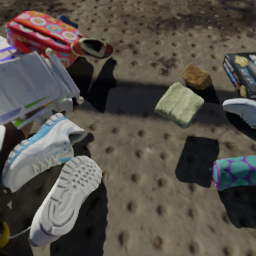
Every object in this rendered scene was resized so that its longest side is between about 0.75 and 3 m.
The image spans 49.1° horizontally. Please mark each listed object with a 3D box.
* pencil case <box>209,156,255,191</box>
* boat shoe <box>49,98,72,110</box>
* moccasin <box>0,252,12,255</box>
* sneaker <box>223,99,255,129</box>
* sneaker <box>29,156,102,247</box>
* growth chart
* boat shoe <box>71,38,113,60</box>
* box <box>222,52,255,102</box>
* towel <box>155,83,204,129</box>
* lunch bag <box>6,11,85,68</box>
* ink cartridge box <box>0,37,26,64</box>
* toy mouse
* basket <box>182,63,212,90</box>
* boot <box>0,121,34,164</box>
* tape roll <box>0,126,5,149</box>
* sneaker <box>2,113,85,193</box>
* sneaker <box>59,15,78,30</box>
[{"bbox_3d":[2.898,1.092,6.762,1.692,0.782,0.720,-5,20,0],"label":"pencil case"},{"bbox_3d":[-2.271,-0.792,8.708,1.052,0.344,0.387,-15,50,-15],"label":"boat shoe"},{"bbox_3d":[-2.250,2.736,5.563,0.821,0.317,0.300,29,55,23],"label":"moccasin"},{"bbox_3d":[3.651,-0.357,8.132,1.857,0.678,0.658,16,77,29],"label":"sneaker"},{"bbox_3d":[-1.394,1.526,6.279,0.913,0.962,2.390,39,34,-2],"label":"sneaker"},{"bbox_3d":[-2.834,-1.015,7.558,2.940,0.261,2.128,-24,87,-27],"label":"growth chart"},{"bbox_3d":[-1.132,-2.830,9.857,1.883,0.589,0.670,-13,85,-51],"label":"boat shoe"},{"bbox_3d":[4.410,-1.750,9.463,1.726,0.500,2.172,-5,48,-4],"label":"box"},{"bbox_3d":[1.436,-0.657,7.716,1.085,0.267,1.462,32,50,10],"label":"towel"},{"bbox_3d":[-2.958,-3.088,9.931,2.445,1.002,2.154,23,40,-2],"label":"lunch bag"},{"bbox_3d":[-4.975,-2.264,9.667,2.666,0.584,2.691,32,46,24],"label":"ink cartridge box"},{"bbox_3d":[-3.165,2.856,5.340,2.499,0.484,2.221,3,48,4],"label":"toy mouse"},{"bbox_3d":[2.328,-1.660,9.544,0.877,0.653,0.626,41,93,30],"label":"basket"},{"bbox_3d":[-4.075,-0.146,7.360,2.684,0.971,2.232,29,57,-2],"label":"boot"},{"bbox_3d":[-3.227,0.739,5.922,0.640,1.830,1.830,18,41,-28],"label":"tape roll"},{"bbox_3d":[-2.013,0.657,7.068,1.099,0.951,2.536,25,53,14],"label":"sneaker"},{"bbox_3d":[-2.391,-4.120,11.077,0.820,0.331,0.314,27,75,-29],"label":"sneaker"}]
